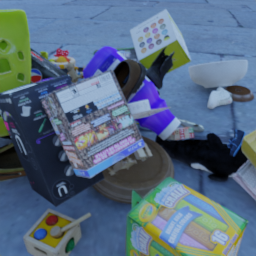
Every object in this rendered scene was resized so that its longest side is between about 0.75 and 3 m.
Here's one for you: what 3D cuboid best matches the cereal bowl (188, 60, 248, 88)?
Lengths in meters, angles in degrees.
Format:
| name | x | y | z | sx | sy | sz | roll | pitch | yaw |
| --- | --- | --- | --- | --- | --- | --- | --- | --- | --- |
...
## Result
| name | x | y | z | sx | sy | sz | roll | pitch | yaw |
| --- | --- | --- | --- | --- | --- | --- | --- | --- | --- |
| cereal bowl | 3.635 | -2.137 | 11.366 | 2.275 | 0.947 | 2.275 | -5 | 6 | 1 |

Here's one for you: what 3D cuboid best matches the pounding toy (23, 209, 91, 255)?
| name | x | y | z | sx | sy | sz | roll | pitch | yaw |
| --- | --- | --- | --- | --- | --- | --- | --- | --- | --- |
| pounding toy | -1.365 | 2.090 | 5.569 | 1.001 | 0.711 | 0.921 | 14 | 37 | 21 |

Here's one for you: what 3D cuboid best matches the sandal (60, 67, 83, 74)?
| name | x | y | z | sx | sy | sz | roll | pitch | yaw |
| --- | --- | --- | --- | --- | --- | --- | --- | --- | --- |
| sandal | -2.571 | -2.401 | 12.679 | 0.779 | 0.468 | 2.075 | 22 | 25 | 21 |

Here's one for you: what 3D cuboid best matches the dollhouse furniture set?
| name | x | y | z | sx | sy | sz | roll | pitch | yaw |
| --- | --- | --- | --- | --- | --- | --- | --- | --- | --- |
| dollhouse furniture set | -0.002 | 0.620 | 5.815 | 0.645 | 0.757 | 0.369 | -1 | 59 | -52 |

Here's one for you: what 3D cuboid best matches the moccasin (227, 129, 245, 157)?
| name | x | y | z | sx | sy | sz | roll | pitch | yaw |
| --- | --- | --- | --- | --- | --- | --- | --- | --- | --- |
| moccasin | 2.575 | 0.363 | 6.792 | 0.297 | 0.350 | 0.870 | 27 | 44 | 16 |

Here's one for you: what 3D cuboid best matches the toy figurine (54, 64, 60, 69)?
| name | x | y | z | sx | sy | sz | roll | pitch | yaw |
| --- | --- | --- | --- | --- | --- | --- | --- | --- | --- |
| toy figurine | -3.009 | -2.248 | 11.015 | 0.507 | 0.576 | 0.961 | 31 | 26 | 26 |

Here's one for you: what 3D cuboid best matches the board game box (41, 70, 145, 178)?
| name | x | y | z | sx | sy | sz | roll | pitch | yaw |
| --- | --- | --- | --- | --- | --- | --- | --- | --- | --- |
| board game box | -0.608 | -0.073 | 4.921 | 1.190 | 1.493 | 0.723 | -27 | 8 | -28 |

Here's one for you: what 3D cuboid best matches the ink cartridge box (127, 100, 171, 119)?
| name | x | y | z | sx | sy | sz | roll | pitch | yaw |
| --- | --- | --- | --- | --- | --- | --- | --- | --- | --- |
| ink cartridge box | 0.198 | -0.354 | 5.989 | 0.990 | 0.251 | 1.124 | -13 | -3 | -24 |

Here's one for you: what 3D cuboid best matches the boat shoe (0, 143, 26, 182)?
| name | x | y | z | sx | sy | sz | roll | pitch | yaw |
| --- | --- | --- | --- | --- | --- | --- | --- | --- | --- |
| boat shoe | -2.180 | 0.662 | 7.090 | 2.915 | 1.049 | 0.991 | -22 | -5 | -26 |

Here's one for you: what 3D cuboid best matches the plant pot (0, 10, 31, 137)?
| name | x | y | z | sx | sy | sz | roll | pitch | yaw |
| --- | --- | --- | --- | --- | --- | --- | --- | --- | --- |
| plant pot | -3.724 | -1.096 | 6.767 | 2.906 | 2.637 | 2.892 | -12 | 13 | -20 |

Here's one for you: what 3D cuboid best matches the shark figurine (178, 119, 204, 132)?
| name | x | y | z | sx | sy | sz | roll | pitch | yaw |
| --- | --- | --- | --- | --- | --- | --- | --- | --- | --- |
| shark figurine | 1.849 | -0.009 | 9.042 | 1.180 | 0.492 | 0.705 | 18 | 3 | 13 |

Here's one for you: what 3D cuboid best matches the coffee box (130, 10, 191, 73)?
| name | x | y | z | sx | sy | sz | roll | pitch | yaw |
| --- | --- | --- | --- | --- | --- | --- | --- | --- | --- |
| coffee box | 1.039 | -2.589 | 8.872 | 1.307 | 1.309 | 1.295 | -24 | 62 | 23 |

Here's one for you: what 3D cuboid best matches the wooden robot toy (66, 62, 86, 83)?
| name | x | y | z | sx | sy | sz | roll | pitch | yaw |
| --- | --- | --- | --- | --- | --- | --- | --- | --- | --- |
| wooden robot toy | -2.161 | -2.229 | 11.065 | 1.673 | 0.759 | 0.737 | -25 | 2 | 42 |

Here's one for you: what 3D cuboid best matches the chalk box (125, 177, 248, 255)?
| name | x | y | z | sx | sy | sz | roll | pitch | yaw |
| --- | --- | --- | --- | --- | --- | --- | --- | --- | --- |
| chalk box | 0.799 | 1.960 | 5.209 | 2.157 | 1.342 | 1.335 | 25 | 40 | 34 |

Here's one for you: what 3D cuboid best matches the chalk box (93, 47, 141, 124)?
| name | x | y | z | sx | sy | sz | roll | pitch | yaw |
| --- | --- | --- | --- | --- | --- | --- | --- | --- | --- |
| chalk box | -0.281 | -1.614 | 9.614 | 1.672 | 1.663 | 2.687 | -4 | 52 | 0 |

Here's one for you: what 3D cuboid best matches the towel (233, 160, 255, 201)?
| name | x | y | z | sx | sy | sz | roll | pitch | yaw |
| --- | --- | --- | --- | --- | --- | --- | --- | --- | --- |
| towel | 3.483 | 1.292 | 6.691 | 1.604 | 0.258 | 1.532 | -31 | 70 | -35 |

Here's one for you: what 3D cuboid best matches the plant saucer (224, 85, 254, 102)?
| name | x | y | z | sx | sy | sz | roll | pitch | yaw |
| --- | --- | --- | --- | --- | --- | --- | --- | --- | --- |
| plant saucer | 4.437 | -1.430 | 11.313 | 1.284 | 0.235 | 1.284 | -1 | 34 | 0 |

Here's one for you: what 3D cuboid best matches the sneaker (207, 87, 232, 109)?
| name | x | y | z | sx | sy | sz | roll | pitch | yaw |
| --- | --- | --- | --- | --- | --- | --- | --- | --- | --- |
| sneaker | 3.499 | -1.089 | 10.519 | 0.731 | 0.574 | 1.472 | 25 | 42 | 27 |

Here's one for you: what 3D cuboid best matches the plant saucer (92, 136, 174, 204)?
| name | x | y | z | sx | sy | sz | roll | pitch | yaw |
| --- | --- | --- | --- | --- | --- | --- | --- | --- | --- |
| plant saucer | 0.054 | 0.905 | 7.268 | 2.357 | 0.347 | 2.357 | 4 | 38 | -3 |

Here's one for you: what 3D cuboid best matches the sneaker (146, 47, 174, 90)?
| name | x | y | z | sx | sy | sz | roll | pitch | yaw |
| --- | --- | --- | --- | --- | --- | --- | --- | --- | --- |
| sneaker | 0.946 | -1.637 | 7.870 | 0.508 | 0.883 | 1.693 | 44 | 7 | 12 |

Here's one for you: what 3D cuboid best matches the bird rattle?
| name | x | y | z | sx | sy | sz | roll | pitch | yaw |
| --- | --- | --- | --- | --- | --- | --- | --- | --- | --- |
| bird rattle | -3.225 | -3.093 | 13.342 | 1.583 | 1.093 | 1.941 | 22 | 27 | 27 |

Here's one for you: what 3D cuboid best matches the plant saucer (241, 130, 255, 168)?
| name | x | y | z | sx | sy | sz | roll | pitch | yaw |
| --- | --- | --- | --- | --- | --- | --- | --- | --- | --- |
| plant saucer | 3.170 | 0.711 | 6.431 | 1.337 | 0.324 | 1.336 | -14 | 64 | -50 |

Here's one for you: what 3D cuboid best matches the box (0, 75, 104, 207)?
| name | x | y | z | sx | sy | sz | roll | pitch | yaw |
| --- | --- | --- | --- | --- | --- | --- | --- | --- | --- |
| box | -1.616 | 0.210 | 5.736 | 1.207 | 2.276 | 1.391 | -27 | 19 | -32 |

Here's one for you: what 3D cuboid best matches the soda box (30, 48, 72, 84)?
| name | x | y | z | sx | sy | sz | roll | pitch | yaw |
| --- | --- | --- | --- | --- | --- | --- | --- | --- | --- |
| soda box | -3.373 | -2.097 | 9.409 | 2.861 | 0.906 | 1.012 | 36 | 17 | -6 |

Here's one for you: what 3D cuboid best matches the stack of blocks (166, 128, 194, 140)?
| name | x | y | z | sx | sy | sz | roll | pitch | yaw |
| --- | --- | --- | --- | --- | --- | --- | --- | --- | --- |
| stack of blocks | 1.453 | 0.171 | 8.368 | 0.589 | 0.299 | 1.023 | -7 | 1 | -14 |

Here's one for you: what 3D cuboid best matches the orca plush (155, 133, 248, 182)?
| name | x | y | z | sx | sy | sz | roll | pitch | yaw |
| --- | --- | --- | --- | --- | --- | --- | --- | --- | --- |
| orca plush | 2.167 | 0.443 | 7.730 | 2.970 | 1.056 | 1.563 | 22 | 39 | 30 |

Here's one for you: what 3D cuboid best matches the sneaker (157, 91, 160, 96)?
| name | x | y | z | sx | sy | sz | roll | pitch | yaw |
| --- | --- | --- | --- | --- | --- | --- | --- | --- | --- |
| sneaker | 0.667 | -0.927 | 10.415 | 1.223 | 0.496 | 0.460 | -35 | 80 | -18 |

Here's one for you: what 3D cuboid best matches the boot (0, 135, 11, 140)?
| name | x | y | z | sx | sy | sz | roll | pitch | yaw |
| --- | --- | --- | --- | --- | --- | --- | --- | --- | --- |
| boot | -2.576 | 0.017 | 8.489 | 2.396 | 0.902 | 1.791 | -21 | 38 | -30 |

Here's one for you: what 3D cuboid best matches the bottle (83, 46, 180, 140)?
| name | x | y | z | sx | sy | sz | roll | pitch | yaw |
| --- | --- | --- | --- | --- | --- | --- | --- | --- | --- |
| bottle | 0.140 | -0.875 | 7.528 | 2.859 | 1.194 | 0.933 | 42 | 20 | 3 |

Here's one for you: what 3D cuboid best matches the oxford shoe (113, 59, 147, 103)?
| name | x | y | z | sx | sy | sz | roll | pitch | yaw |
| --- | --- | --- | --- | --- | --- | --- | --- | --- | --- |
| oxford shoe | -0.462 | -0.655 | 6.633 | 0.797 | 2.194 | 0.926 | 32 | 12 | 26 |
